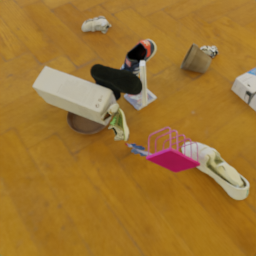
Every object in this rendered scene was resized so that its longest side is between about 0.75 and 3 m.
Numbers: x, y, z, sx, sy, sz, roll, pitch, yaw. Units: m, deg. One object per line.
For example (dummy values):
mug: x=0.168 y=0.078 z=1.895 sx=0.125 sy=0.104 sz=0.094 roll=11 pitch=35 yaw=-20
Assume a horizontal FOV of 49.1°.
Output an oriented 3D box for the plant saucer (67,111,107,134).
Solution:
plant saucer: x=-1.614 y=-0.411 z=11.569 sx=1.784 sy=0.326 sz=1.784 roll=0 pitch=56 yaw=0

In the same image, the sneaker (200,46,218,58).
sneaker: x=3.988 y=-3.688 z=13.734 sx=0.952 sy=0.380 sz=0.620 roll=-4 pitch=47 yaw=-14

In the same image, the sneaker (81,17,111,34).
sneaker: x=-1.647 y=-5.333 z=14.728 sx=1.502 sy=0.564 sz=0.863 roll=-30 pitch=58 yaw=-23

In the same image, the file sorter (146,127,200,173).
file sorter: x=1.516 y=0.742 z=9.427 sx=1.517 sy=1.055 sz=0.952 roll=28 pitch=53 yaw=-34

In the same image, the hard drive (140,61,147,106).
hard drive: x=0.583 y=-1.693 z=10.612 sx=0.198 sy=1.510 sz=0.996 roll=-3 pitch=23 yaw=5

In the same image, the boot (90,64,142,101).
boot: x=-0.394 y=-1.556 z=10.757 sx=2.102 sy=1.767 sz=0.803 roll=22 pitch=76 yaw=11

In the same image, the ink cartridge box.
ink cartridge box: x=5.650 y=-1.591 z=12.097 sx=1.302 sy=0.758 sz=1.800 roll=-28 pitch=61 yaw=-18

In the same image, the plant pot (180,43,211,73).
plant pot: x=3.197 y=-3.100 z=12.968 sx=1.088 sy=1.254 sz=1.254 roll=25 pitch=58 yaw=-3

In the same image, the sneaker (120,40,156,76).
sneaker: x=0.098 y=-2.521 z=11.272 sx=0.908 sy=2.423 sz=1.024 roll=43 pitch=27 yaw=14

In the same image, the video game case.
video game case: x=0.529 y=-1.350 z=12.321 sx=1.081 sy=0.124 sz=0.985 roll=-34 pitch=62 yaw=-21

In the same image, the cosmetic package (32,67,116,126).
cosmetic package: x=-2.025 y=-1.229 z=10.949 sx=2.923 sy=1.486 sz=1.082 roll=23 pitch=74 yaw=13

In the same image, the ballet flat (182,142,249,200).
ballet flat: x=3.160 y=1.322 z=10.040 sx=0.993 sy=0.993 sz=2.861 roll=-35 pitch=62 yaw=-21

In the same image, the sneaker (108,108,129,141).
sneaker: x=-0.426 y=-0.153 z=10.010 sx=0.629 sy=0.546 sz=1.420 roll=-10 pitch=66 yaw=-22

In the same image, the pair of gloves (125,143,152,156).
pair of gloves: x=0.380 y=0.821 z=10.429 sx=0.913 sy=0.129 sz=1.136 roll=14 pitch=12 yaw=-33

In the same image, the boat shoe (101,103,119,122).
boat shoe: x=-0.627 y=-0.531 z=9.891 sx=0.306 sy=0.280 sz=0.818 roll=41 pitch=96 yaw=-19
